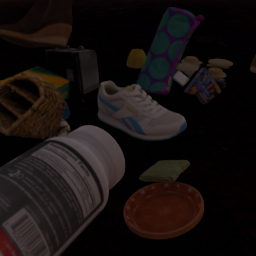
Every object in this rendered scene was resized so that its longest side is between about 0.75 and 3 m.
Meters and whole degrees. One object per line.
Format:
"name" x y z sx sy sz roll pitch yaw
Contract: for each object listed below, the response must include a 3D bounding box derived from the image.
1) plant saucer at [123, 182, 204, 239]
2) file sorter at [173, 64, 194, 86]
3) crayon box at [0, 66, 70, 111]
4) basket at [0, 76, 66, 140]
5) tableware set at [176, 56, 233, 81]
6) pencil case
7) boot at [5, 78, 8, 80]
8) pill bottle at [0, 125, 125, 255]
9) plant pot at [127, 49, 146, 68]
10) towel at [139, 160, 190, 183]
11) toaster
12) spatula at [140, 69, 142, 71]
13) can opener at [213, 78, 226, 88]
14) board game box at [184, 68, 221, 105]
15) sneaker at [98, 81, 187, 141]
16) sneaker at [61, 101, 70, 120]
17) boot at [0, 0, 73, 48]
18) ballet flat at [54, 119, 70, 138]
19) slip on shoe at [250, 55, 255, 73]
"plant saucer" 0.659 1.520 5.234 1.484 0.240 1.484 -13 22 5
"file sorter" 2.250 -2.172 11.323 0.578 0.518 0.832 39 39 4
"crayon box" -3.249 -1.108 9.163 1.449 0.711 2.440 27 39 16
"basket" -2.507 -0.615 6.647 1.738 1.241 1.295 31 13 39
"tableware set" 3.430 -2.794 12.793 2.374 0.330 2.841 14 33 20
"pencil case" 1.373 -2.562 9.600 1.230 2.891 1.336 0 28 -47
"boot" -4.426 -1.414 10.123 1.697 0.675 1.950 -18 37 -33
"pill bottle" -1.373 1.170 4.713 1.670 1.670 2.884 17 34 27
"plant pot" 0.431 -3.344 13.324 1.010 0.717 1.010 -1 31 0
"towel" 0.789 0.942 6.104 0.758 0.186 1.022 -33 13 -38
"toaster" -2.022 -2.042 10.269 1.647 1.822 1.081 12 29 33
"spatula" 1.208 -2.630 12.684 1.338 0.138 0.378 2 29 4
"can opener" 3.579 -1.868 11.285 0.304 0.243 0.909 -22 38 -31
"board game box" 2.496 -1.354 9.622 1.014 1.015 0.313 -38 13 -4
"sneaker" 0.266 -0.529 8.037 2.955 1.193 1.130 18 35 30
"sneaker" -2.414 -0.388 8.345 0.714 0.676 1.768 -10 14 27
"boot" -3.288 -4.086 10.139 2.625 2.184 0.950 6 -5 -1
"ballet flat" -1.811 0.141 7.601 0.486 0.486 1.375 4 34 6
"slip on shoe" 6.363 -2.533 11.946 0.887 0.707 2.334 -17 35 -27
